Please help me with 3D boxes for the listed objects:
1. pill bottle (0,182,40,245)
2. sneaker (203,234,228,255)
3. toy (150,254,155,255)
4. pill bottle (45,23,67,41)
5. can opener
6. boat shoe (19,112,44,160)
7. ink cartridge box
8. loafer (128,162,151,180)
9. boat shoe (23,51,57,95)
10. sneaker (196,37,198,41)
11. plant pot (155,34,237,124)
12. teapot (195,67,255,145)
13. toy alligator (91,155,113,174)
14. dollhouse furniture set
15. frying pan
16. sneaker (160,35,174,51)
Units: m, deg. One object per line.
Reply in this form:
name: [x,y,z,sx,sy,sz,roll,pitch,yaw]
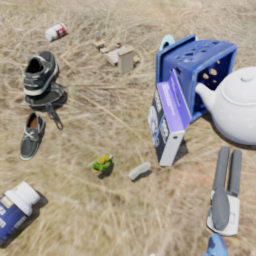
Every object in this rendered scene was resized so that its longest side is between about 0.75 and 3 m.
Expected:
pill bottle: [-3.163,2.242,7.429,0.890,0.890,1.602,30,62,24]
sneaker: [1.861,3.427,6.603,0.833,0.749,2.025,12,49,13]
toy: [0.615,3.734,6.598,0.786,0.322,1.365,-20,51,-18]
pill bottle: [-3.616,-4.778,13.989,0.552,0.552,1.007,32,56,25]
can opener: [2.881,1.602,8.036,0.788,0.988,2.955,14,50,12]
boat shoe: [-3.338,0.250,9.488,0.623,0.586,1.734,3,57,3]
ink cartridge box: [1.200,-0.316,8.888,0.488,2.247,2.226,1,47,-11]
loafer: [0.327,1.253,8.406,0.755,0.264,0.263,-32,22,-1]
boat shoe: [-3.577,-2.501,11.448,1.026,0.966,2.856,-1,40,3]
sneaker: [3.157,-4.215,13.631,0.541,0.345,0.936,3,47,7]
plant pot: [2.302,-1.985,10.380,2.373,2.374,2.134,-33,51,-25]
teapot: [4.060,-0.985,9.121,2.873,2.098,2.836,-35,45,-6]
toy alligator: [-0.680,1.076,8.563,0.326,0.450,1.356,30,19,16]
dollhouse furniture set: [-0.481,-3.617,12.632,1.225,1.046,2.363,-27,54,-22]
frying pan: [-2.877,-1.059,10.562,2.550,0.415,1.542,30,55,36]
sneaker: [1.835,-3.791,12.878,0.663,0.735,1.794,14,57,1]
